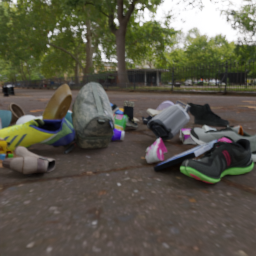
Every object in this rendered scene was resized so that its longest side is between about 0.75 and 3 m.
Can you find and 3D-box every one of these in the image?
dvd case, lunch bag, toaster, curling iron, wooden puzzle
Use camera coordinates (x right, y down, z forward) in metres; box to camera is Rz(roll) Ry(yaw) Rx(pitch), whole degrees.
[{"bbox_3d":[2.431,-0.578,13.833,0.151,1.410,1.897,22,10,-11],"label":"dvd case"},{"bbox_3d":[1.673,0.770,7.919,1.302,0.160,1.825,-28,-8,36],"label":"dvd case"},{"bbox_3d":[-1.242,-0.448,10.197,1.405,1.691,2.017,-2,49,-19],"label":"lunch bag"},{"bbox_3d":[1.592,-0.215,11.015,1.172,1.031,1.815,-42,3,-15],"label":"toaster"},{"bbox_3d":[-2.066,0.640,10.110,0.376,0.194,1.516,10,20,1],"label":"curling iron"},{"bbox_3d":[-1.214,-0.800,15.355,2.899,0.671,2.685,-10,29,-40],"label":"wooden puzzle"}]

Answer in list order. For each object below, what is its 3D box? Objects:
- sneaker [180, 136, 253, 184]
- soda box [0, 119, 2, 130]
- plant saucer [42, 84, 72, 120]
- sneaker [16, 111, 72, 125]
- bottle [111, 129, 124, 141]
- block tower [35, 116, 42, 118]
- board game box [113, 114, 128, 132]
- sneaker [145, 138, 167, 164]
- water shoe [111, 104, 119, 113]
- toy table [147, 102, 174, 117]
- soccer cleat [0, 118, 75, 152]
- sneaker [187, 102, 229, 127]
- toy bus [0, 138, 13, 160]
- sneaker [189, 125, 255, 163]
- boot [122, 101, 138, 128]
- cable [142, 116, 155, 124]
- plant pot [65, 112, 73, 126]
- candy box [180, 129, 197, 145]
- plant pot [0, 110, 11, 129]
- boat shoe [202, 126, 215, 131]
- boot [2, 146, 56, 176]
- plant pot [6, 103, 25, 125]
[{"bbox_3d":[2.249,0.729,7.108,2.502,1.048,0.960,-7,12,-38],"label":"sneaker"},{"bbox_3d":[-6.853,0.059,11.771,2.745,0.873,0.939,-5,10,-32],"label":"soda box"},{"bbox_3d":[-2.600,-0.706,10.556,0.339,1.915,1.915,27,12,3],"label":"plant saucer"},{"bbox_3d":[-3.458,-0.069,12.745,1.468,1.103,2.947,20,26,36],"label":"sneaker"},{"bbox_3d":[-0.952,0.215,11.529,1.564,0.511,0.653,10,-25,-2],"label":"bottle"},{"bbox_3d":[-4.341,-0.203,13.802,1.996,0.539,0.577,-9,53,-37],"label":"block tower"},{"bbox_3d":[-0.752,-0.178,12.876,1.269,0.971,0.256,6,-33,20],"label":"board game box"},{"bbox_3d":[0.821,0.706,8.602,0.546,0.503,1.237,-25,6,22],"label":"sneaker"},{"bbox_3d":[-0.891,-0.880,13.889,1.074,0.424,0.384,-24,5,40],"label":"water shoe"},{"bbox_3d":[1.652,-0.542,13.742,1.375,1.496,0.876,33,43,19],"label":"toy table"},{"bbox_3d":[-3.301,0.100,9.512,3.001,1.255,0.970,-3,47,8],"label":"soccer cleat"},{"bbox_3d":[4.484,-0.802,15.849,2.407,1.256,0.723,7,12,38],"label":"sneaker"},{"bbox_3d":[-4.074,0.606,8.827,1.019,0.558,1.080,9,6,-12],"label":"toy bus"},{"bbox_3d":[3.172,0.311,9.150,0.928,0.995,2.511,-11,20,-43],"label":"sneaker"},{"bbox_3d":[0.140,-0.653,13.973,0.585,1.223,1.619,11,1,25],"label":"boot"},{"bbox_3d":[1.746,-0.479,16.355,1.843,0.468,1.504,-1,9,-9],"label":"cable"},{"bbox_3d":[-2.450,-0.086,12.067,1.133,1.206,1.206,13,8,-6],"label":"plant pot"},{"bbox_3d":[2.648,0.344,11.440,0.934,0.418,1.369,1,10,4],"label":"candy box"},{"bbox_3d":[-6.227,-0.272,13.372,1.299,0.875,1.299,-10,-7,-1],"label":"plant pot"},{"bbox_3d":[3.469,0.300,11.579,0.558,0.546,1.565,6,13,-5],"label":"boat shoe"},{"bbox_3d":[-2.627,0.925,7.770,1.219,0.586,1.667,6,10,-2],"label":"boot"},{"bbox_3d":[-6.329,-0.652,15.226,0.939,1.077,1.077,-32,4,11],"label":"plant pot"}]
